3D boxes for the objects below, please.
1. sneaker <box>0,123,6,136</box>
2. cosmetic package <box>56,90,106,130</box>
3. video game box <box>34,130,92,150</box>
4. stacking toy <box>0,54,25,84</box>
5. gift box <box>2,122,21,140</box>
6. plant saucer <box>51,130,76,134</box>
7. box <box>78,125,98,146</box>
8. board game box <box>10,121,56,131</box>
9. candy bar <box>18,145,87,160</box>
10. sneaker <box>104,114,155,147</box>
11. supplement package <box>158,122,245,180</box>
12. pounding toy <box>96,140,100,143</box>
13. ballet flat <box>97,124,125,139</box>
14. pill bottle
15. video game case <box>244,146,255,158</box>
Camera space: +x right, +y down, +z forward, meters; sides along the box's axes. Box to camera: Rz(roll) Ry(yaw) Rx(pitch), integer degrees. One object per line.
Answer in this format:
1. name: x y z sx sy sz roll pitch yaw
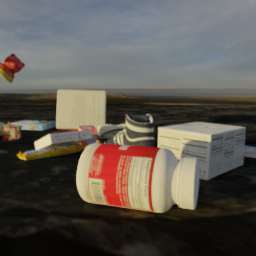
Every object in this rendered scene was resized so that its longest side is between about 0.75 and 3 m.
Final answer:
1. sneaker: -6.137 0.268 12.564 0.871 0.717 1.894 14 22 34
2. cosmetic package: -2.312 -0.837 14.307 2.323 1.932 1.944 1 -2 -3
3. video game box: -2.368 0.457 10.127 1.538 0.395 1.688 -10 -6 -36
4. stacking toy: -4.537 -2.597 9.430 1.776 0.829 1.962 38 -8 46
5. gift box: -5.285 0.144 12.756 0.722 0.782 0.730 4 6 -11
6. plant saucer: -2.769 0.345 13.048 1.480 0.272 1.477 2 8 6
7. box: -1.690 0.325 11.653 0.652 0.706 1.377 -3 10 -16
8. board game box: -5.477 -0.149 16.156 2.073 0.379 1.568 1 8 12
9. candy bar: -2.561 0.819 9.676 2.442 0.271 0.609 -6 8 -42
10. sneaker: 0.018 0.233 9.304 0.979 1.515 2.792 -4 9 -28
11. supplement package: 2.137 0.556 8.136 1.665 1.185 2.138 9 11 44
12. pounding toy: -0.739 0.825 8.936 0.963 0.551 0.552 30 24 34
13. ballet flat: -0.325 0.249 12.837 2.221 0.797 0.797 -3 8 0
14. pill bottle: 0.217 0.944 5.346 2.142 1.203 1.203 3 8 19
15. video game case: 4.328 0.844 10.025 0.949 0.116 1.327 6 10 37
